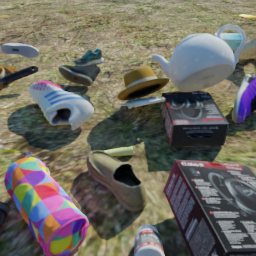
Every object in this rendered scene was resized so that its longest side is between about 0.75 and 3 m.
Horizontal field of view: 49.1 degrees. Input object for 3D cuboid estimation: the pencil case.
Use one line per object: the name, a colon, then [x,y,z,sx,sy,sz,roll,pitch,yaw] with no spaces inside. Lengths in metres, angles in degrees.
pencil case: [-1.531,1.336,5.150,0.927,0.927,2.099,-23,42,-29]

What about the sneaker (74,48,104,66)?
sneaker: [-1.640,-2.922,11.500,1.338,0.610,0.519,-24,41,-30]

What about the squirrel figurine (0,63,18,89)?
squirrel figurine: [-4.575,-2.015,10.079,1.153,0.816,1.077,15,31,16]

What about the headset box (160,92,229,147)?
headset box: [1.707,-0.224,7.506,1.405,0.729,1.888,-1,33,-2]

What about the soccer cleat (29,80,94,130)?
soccer cleat: [-2.166,-0.668,8.026,2.574,0.899,1.111,17,55,32]

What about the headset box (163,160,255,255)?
headset box: [1.649,1.387,4.699,1.585,0.822,2.130,7,28,-17]

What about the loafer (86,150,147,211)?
loafer: [-0.226,0.943,5.865,0.682,0.605,1.793,-17,41,-40]

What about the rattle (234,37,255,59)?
rattle: [5.230,-2.673,11.280,2.994,2.139,1.949,-25,7,-7]

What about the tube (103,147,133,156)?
tube: [-0.273,0.588,6.799,0.800,0.232,0.208,-6,58,-4]

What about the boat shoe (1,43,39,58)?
boat shoe: [-4.121,-3.052,10.797,1.380,0.508,0.451,10,33,-9]

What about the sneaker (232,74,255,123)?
sneaker: [3.724,-0.865,8.202,0.985,0.689,1.981,18,53,23]

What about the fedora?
fedora: [0.369,-1.360,8.224,1.698,0.692,1.698,-19,-5,-2]

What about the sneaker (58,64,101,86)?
sneaker: [-1.722,-2.012,9.980,1.440,0.538,0.765,23,58,16]

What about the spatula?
spatula: [-4.367,-1.565,9.284,2.828,0.291,0.799,-22,74,-19]

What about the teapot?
teapot: [2.262,-2.263,8.950,2.204,2.176,1.610,-6,73,-27]

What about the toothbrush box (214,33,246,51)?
toothbrush box: [4.730,-4.034,13.139,1.314,0.560,0.962,5,35,7]

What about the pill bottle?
pill bottle: [0.318,1.869,4.396,0.446,0.446,0.770,1,8,1]

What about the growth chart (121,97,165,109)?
growth chart: [0.357,-0.761,8.176,1.219,0.149,1.685,-11,9,-7]

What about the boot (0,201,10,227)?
boot: [-2.824,1.830,4.732,1.503,0.520,1.309,0,34,-4]
